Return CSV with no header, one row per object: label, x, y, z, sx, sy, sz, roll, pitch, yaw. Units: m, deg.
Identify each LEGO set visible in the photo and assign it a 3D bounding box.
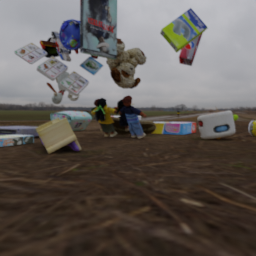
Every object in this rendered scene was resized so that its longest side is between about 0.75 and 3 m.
LEGO set,-2.048,-2.192,9.242,2.174,0.714,2.910,34,38,-5

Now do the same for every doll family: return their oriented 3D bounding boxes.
doll family,-0.458,-0.529,11.110,2.964,1.713,1.163,-1,26,29

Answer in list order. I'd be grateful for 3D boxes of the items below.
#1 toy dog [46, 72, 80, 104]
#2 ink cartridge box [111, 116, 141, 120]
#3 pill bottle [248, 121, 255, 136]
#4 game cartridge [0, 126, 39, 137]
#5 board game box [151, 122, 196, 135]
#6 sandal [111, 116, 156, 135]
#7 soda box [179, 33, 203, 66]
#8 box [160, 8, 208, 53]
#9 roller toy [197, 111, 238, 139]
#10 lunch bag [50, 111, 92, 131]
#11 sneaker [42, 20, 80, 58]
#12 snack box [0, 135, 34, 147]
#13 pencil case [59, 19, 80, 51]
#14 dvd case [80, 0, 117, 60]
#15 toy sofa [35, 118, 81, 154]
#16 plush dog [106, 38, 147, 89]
toy dog,-2.800,-1.912,11.851,1.229,0.898,1.863,-14,45,-6
ink cartridge box,-0.393,-0.271,16.350,2.031,0.841,1.488,-1,3,-12
pill bottle,5.614,0.041,11.427,0.669,0.669,1.190,-2,3,-34
game cartridge,-4.516,0.164,11.659,2.555,0.490,1.656,2,-1,34
board game box,1.833,-0.012,14.066,2.614,0.527,2.000,2,3,31
sandal,0.008,-0.210,12.619,2.475,0.668,0.994,3,-41,-5
soda box,2.650,-3.541,11.729,0.561,1.768,0.619,16,-10,18
box,1.729,-2.984,8.455,1.328,0.809,0.316,-38,-4,-9
roller toy,3.245,-0.062,10.360,1.267,0.970,1.389,-10,0,-44
lunch bag,-3.249,-0.402,16.074,1.913,1.167,1.630,-5,-2,39
sneaker,-2.428,-3.297,10.717,2.264,0.835,0.990,-23,23,23
snack box,-3.657,0.379,8.394,0.824,0.263,1.419,1,3,28
pencil case,-1.464,-3.071,9.180,0.855,0.952,2.192,-28,8,23
dvd case,-0.826,-2.994,8.083,0.203,1.842,1.344,6,5,41
toy sofa,-1.871,0.275,7.299,0.750,0.884,1.812,-27,11,-17
plush dog,-0.310,-2.733,13.000,1.825,1.954,2.275,-25,-24,38
